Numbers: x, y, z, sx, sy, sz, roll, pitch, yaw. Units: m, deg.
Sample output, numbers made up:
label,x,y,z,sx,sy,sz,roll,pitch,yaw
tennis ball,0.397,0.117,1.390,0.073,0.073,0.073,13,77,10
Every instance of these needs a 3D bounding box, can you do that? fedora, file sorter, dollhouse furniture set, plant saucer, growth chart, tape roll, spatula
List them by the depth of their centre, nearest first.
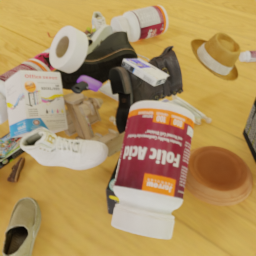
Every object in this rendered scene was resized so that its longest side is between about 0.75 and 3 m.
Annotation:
label,x,y,z,sx,sy,sz,roll,pitch,yaw
spatula,-0.978,-0.961,6.301,0.582,0.212,2.061,26,12,-4
fedora,2.404,-1.955,7.229,1.686,0.688,1.686,20,44,-22
plant saucer,2.387,1.170,7.606,1.968,0.368,1.968,0,42,0
dollhouse furniture set,-0.931,-0.367,7.797,1.211,1.418,2.736,-30,27,-26
tape roll,-1.744,-2.267,8.135,0.450,1.287,1.287,15,25,-47
growth chart,1.015,-0.342,9.310,2.879,0.255,2.083,-22,47,-22
file sorter,-0.106,-1.935,10.411,1.179,1.058,1.698,30,51,26

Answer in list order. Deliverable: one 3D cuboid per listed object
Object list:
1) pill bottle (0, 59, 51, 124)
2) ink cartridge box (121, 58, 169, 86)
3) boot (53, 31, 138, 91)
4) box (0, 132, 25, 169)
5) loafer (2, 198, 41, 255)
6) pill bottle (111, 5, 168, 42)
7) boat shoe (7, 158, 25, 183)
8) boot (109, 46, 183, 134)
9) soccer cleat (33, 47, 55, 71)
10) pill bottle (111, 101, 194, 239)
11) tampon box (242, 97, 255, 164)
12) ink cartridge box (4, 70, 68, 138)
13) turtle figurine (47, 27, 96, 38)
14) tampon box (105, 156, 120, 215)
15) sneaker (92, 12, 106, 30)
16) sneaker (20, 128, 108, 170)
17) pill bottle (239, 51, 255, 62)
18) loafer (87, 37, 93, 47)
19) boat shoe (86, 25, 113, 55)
label,x,y,z,sx,sy,sz,roll,pitch,yaw
pill bottle,-3.354,-1.088,8.376,1.239,1.239,2.171,20,43,20
ink cartridge box,0.455,-1.425,7.039,0.993,0.218,1.003,34,27,14
boot,-1.141,-2.383,9.698,2.832,1.097,1.959,-11,45,1
box,-3.674,0.704,8.173,0.840,0.265,1.527,28,50,26
loafer,-2.366,2.255,6.258,0.664,0.599,1.756,-5,43,-6
pill bottle,0.538,-4.926,13.397,2.533,1.388,1.388,-22,47,-22
boat shoe,-3.077,1.132,7.699,0.283,0.284,0.806,5,43,1
boot,0.743,-0.871,8.167,2.328,2.674,0.926,-21,24,-30
soccer cleat,-3.216,-2.957,11.857,2.356,0.823,1.017,-42,20,-22
pill bottle,0.462,0.793,5.431,1.349,1.349,2.363,9,76,10
tampon box,4.548,0.453,7.451,1.922,1.619,2.564,0,43,0
ink cartridge box,-2.423,-0.602,7.346,1.135,1.542,1.116,-5,-5,-43
turtle figurine,-2.486,-4.214,12.961,2.030,0.811,2.517,-19,19,-29
tampon box,0.302,1.312,6.947,1.247,1.050,1.664,11,44,11
sneaker,-1.394,-4.946,13.812,0.779,0.822,2.035,-13,52,-15
sneaker,-1.373,0.425,5.832,1.749,1.011,0.644,-5,61,15
pill bottle,5.303,-3.088,12.098,0.872,0.478,0.478,-5,43,-5
loafer,-1.494,-2.733,9.159,0.315,0.349,0.922,14,47,32
boat shoe,-1.648,-3.686,12.304,0.932,1.035,2.926,16,49,22
